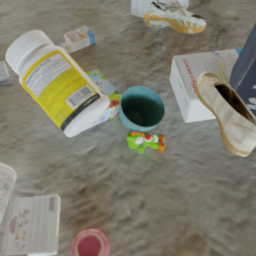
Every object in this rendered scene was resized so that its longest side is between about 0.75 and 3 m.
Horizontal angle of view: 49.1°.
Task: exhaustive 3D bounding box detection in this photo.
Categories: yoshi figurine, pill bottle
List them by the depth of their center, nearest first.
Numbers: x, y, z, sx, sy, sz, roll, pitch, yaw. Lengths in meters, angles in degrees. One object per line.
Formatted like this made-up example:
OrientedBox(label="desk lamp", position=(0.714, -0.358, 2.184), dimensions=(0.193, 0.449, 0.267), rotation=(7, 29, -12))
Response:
OrientedBox(label="pill bottle", position=(-1.418, -0.893, 5.632), dimensions=(1.140, 1.140, 1.994), rotation=(-40, 87, -24))
OrientedBox(label="pill bottle", position=(-3.422, 1.819, 6.481), dimensions=(1.104, 1.104, 1.931), rotation=(4, 54, 3))
OrientedBox(label="yoshi figurine", position=(0.451, 0.406, 7.943), dimensions=(1.092, 0.614, 0.612), rotation=(11, 98, -9))

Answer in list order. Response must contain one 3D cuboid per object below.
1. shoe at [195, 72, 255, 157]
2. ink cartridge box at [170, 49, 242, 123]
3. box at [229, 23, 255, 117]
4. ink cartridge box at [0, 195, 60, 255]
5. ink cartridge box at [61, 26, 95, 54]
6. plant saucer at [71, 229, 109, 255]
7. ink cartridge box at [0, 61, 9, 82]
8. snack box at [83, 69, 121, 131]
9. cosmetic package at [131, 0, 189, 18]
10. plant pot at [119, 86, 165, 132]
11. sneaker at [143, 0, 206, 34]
OrientedBox(label="shoe", position=(1.951, -0.484, 5.452), dimensions=(0.810, 0.619, 2.317), rotation=(7, 42, -15))
OrientedBox(label="ink cartridge box", position=(2.799, -1.364, 8.716), dimensions=(2.639, 1.117, 1.907), rotation=(-7, 55, -7))
OrientedBox(label="box", position=(4.124, -1.372, 6.401), dimensions=(2.875, 2.827, 1.688), rotation=(18, 62, 8))
OrientedBox(label="ink cartridge box", position=(-2.261, 2.308, 6.637), dimensions=(1.195, 0.303, 1.357), rotation=(-3, 55, -3))
OrientedBox(label="ink cartridge box", position=(-1.920, -3.324, 10.539), dimensions=(1.169, 0.396, 0.673), rotation=(-30, 60, -20))
OrientedBox(label="plant saucer", position=(-0.875, 2.743, 6.390), dimensions=(0.870, 0.221, 0.870), rotation=(0, 55, 1))
OrientedBox(label="ink cartridge box", position=(-4.622, -1.790, 9.579), dimensions=(0.970, 0.214, 0.988), rotation=(-20, 59, -13))
OrientedBox(label="snack box", position=(-1.277, -0.828, 8.360), dimensions=(1.866, 0.631, 1.573), rotation=(-25, 63, -32))
OrientedBox(label="cosmetic package", position=(1.346, -5.448, 11.231), dimensions=(2.017, 1.688, 1.678), rotation=(21, 57, 14))
OrientedBox(label="plant pot", position=(0.286, -0.417, 8.109), dimensions=(1.318, 0.888, 1.318), rotation=(7, 63, -15))
OrientedBox(label="sneaker", position=(1.113, -2.689, 6.521), dimensions=(1.561, 0.591, 0.684), rotation=(22, 80, 25))
